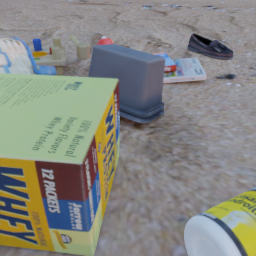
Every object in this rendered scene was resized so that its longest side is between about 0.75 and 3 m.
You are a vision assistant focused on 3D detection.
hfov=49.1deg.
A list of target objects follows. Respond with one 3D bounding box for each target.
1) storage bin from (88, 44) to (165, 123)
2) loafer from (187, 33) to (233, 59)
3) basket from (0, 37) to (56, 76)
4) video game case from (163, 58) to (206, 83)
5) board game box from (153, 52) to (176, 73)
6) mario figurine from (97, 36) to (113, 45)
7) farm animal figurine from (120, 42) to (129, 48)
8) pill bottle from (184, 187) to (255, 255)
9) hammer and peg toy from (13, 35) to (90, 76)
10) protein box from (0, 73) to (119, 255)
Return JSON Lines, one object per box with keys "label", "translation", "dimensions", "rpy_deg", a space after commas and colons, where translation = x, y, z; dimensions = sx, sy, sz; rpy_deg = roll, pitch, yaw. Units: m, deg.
{"label": "storage bin", "translation": [-0.001, -1.369, 7.784], "dimensions": [2.307, 1.549, 1.679], "rpy_deg": [24, 29, 27]}
{"label": "loafer", "translation": [3.594, -3.613, 12.337], "dimensions": [0.805, 0.706, 2.241], "rpy_deg": [-26, 41, -35]}
{"label": "basket", "translation": [-3.517, -1.249, 7.473], "dimensions": [2.536, 2.001, 2.877], "rpy_deg": [-15, 12, 7]}
{"label": "video game case", "translation": [1.848, -2.152, 10.378], "dimensions": [1.706, 0.207, 1.875], "rpy_deg": [-4, 33, 4]}
{"label": "board game box", "translation": [0.122, -2.266, 10.391], "dimensions": [2.967, 0.288, 1.527], "rpy_deg": [-9, 34, -5]}
{"label": "mario figurine", "translation": [-0.701, -3.049, 10.451], "dimensions": [0.800, 0.687, 1.296], "rpy_deg": [21, 4, 0]}
{"label": "farm animal figurine", "translation": [-0.305, -3.199, 11.716], "dimensions": [1.294, 0.675, 1.280], "rpy_deg": [-8, 33, -13]}
{"label": "pill bottle", "translation": [1.879, 1.458, 3.985], "dimensions": [1.972, 1.105, 1.105], "rpy_deg": [-16, 36, -24]}
{"label": "hammer and peg toy", "translation": [-2.989, -2.745, 10.684], "dimensions": [2.976, 1.050, 2.189], "rpy_deg": [-7, 31, -10]}
{"label": "protein box", "translation": [-1.678, 0.399, 4.949], "dimensions": [2.709, 1.828, 2.689], "rpy_deg": [4, 32, 7]}
